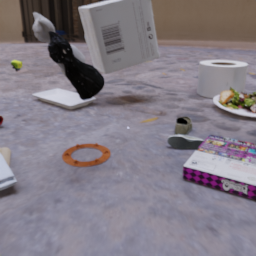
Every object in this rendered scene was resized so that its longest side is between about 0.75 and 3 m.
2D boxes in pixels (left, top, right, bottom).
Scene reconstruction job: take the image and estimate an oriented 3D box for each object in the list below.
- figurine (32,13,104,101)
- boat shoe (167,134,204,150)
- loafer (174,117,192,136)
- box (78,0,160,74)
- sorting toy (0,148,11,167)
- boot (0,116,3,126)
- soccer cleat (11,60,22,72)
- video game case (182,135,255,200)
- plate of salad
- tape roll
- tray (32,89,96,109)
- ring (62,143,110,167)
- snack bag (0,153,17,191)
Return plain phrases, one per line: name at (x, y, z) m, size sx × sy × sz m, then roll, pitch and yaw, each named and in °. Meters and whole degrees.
figurine at (-1.411, -1.643, 6.187) m, size 0.720 × 1.633 × 1.673 m, roll -39°, pitch 53°, yaw -1°
boat shoe at (1.762, 0.423, 8.570) m, size 1.150 × 0.424 × 0.369 m, roll 4°, pitch 16°, yaw -1°
loafer at (1.946, -0.135, 9.755) m, size 0.574 × 0.532 × 1.527 m, roll 6°, pitch 23°, yaw 15°
box at (-0.360, -4.067, 12.041) m, size 2.715 × 2.701 × 1.774 m, roll -21°, pitch 29°, yaw -15°
sorting toy at (-4.005, 0.918, 7.464) m, size 1.561 × 0.285 × 1.445 m, roll -7°, pitch 23°, yaw -17°
boot at (-5.610, -0.254, 9.813) m, size 1.524 × 0.728 × 2.018 m, roll 19°, pitch 29°, yaw 35°
soccer cleat at (-3.832, -2.212, 9.693) m, size 0.377 × 0.291 × 0.900 m, roll -49°, pitch 13°, yaw -15°
video game case at (2.968, 0.962, 7.111) m, size 2.534 × 0.454 × 2.297 m, roll 12°, pitch 25°, yaw 28°
plate of salad at (5.114, -1.132, 11.867) m, size 2.898 × 0.696 × 2.898 m, roll 2°, pitch 24°, yaw -1°
tape roll at (4.713, -2.475, 14.160) m, size 2.324 × 1.596 × 2.324 m, roll 0°, pitch 22°, yaw 0°
tray at (-3.021, -1.344, 13.065) m, size 2.904 × 0.322 × 1.559 m, roll 17°, pitch 27°, yaw 37°
ring at (-1.209, 0.736, 8.133) m, size 1.403 × 0.135 × 1.403 m, roll 0°, pitch 21°, yaw 0°
snack bag at (-4.442, 1.161, 6.543) m, size 2.942 × 0.315 × 2.774 m, roll -22°, pitch 34°, yaw -30°
